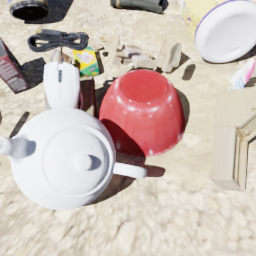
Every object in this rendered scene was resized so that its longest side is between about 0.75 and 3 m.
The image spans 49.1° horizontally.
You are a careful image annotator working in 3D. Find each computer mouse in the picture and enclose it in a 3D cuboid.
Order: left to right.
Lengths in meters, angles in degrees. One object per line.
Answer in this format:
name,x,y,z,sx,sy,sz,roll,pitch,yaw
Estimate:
computer mouse,-1.478,-1.055,6.343,1.279,2.332,0.512,5,43,2

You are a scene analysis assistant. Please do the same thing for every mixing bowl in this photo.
mixing bowl,0.345,-0.602,7.098,2.392,1.295,2.392,-1,52,1

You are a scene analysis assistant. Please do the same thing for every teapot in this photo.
teapot,-1.067,0.625,5.460,2.254,2.225,1.647,-34,15,-26

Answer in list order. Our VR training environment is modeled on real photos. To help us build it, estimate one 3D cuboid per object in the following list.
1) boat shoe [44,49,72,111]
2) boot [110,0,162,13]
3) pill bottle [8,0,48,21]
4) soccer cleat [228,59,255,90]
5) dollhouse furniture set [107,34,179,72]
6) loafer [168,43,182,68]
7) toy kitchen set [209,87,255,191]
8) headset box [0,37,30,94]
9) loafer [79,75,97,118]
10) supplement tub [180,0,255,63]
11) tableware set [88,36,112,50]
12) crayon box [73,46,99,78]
boat shoe,-1.910,-1.314,7.890,0.688,0.725,1.915,12,71,-24
boot,0.649,-5.779,11.352,2.047,1.146,2.959,15,67,6
pill bottle,-3.683,-5.209,9.928,1.337,1.337,2.391,-10,91,-7
soccer cleat,3.030,-1.376,7.561,0.488,1.131,0.395,21,44,14
dollhouse furniture set,0.338,-2.350,8.199,2.055,0.910,1.065,-1,35,-32
loafer,1.273,-1.929,7.498,0.286,0.258,0.756,1,66,52
toy kitchen set,3.293,0.397,6.088,2.358,1.924,2.128,-3,64,35
headset box,-3.458,-1.819,7.898,0.550,1.425,1.060,-30,57,-5
loafer,-1.128,-0.659,7.424,0.515,0.580,1.526,-2,73,2
supplement tub,2.826,-3.666,8.991,1.999,1.999,2.749,-6,52,-5
tableware set,-0.883,-2.730,9.036,0.800,0.111,0.957,-19,45,-20
crayon box,-1.347,-2.086,8.834,0.666,0.327,1.121,-11,54,-8
